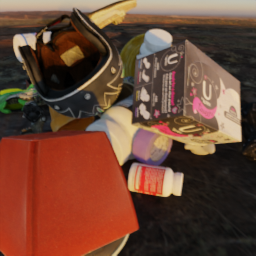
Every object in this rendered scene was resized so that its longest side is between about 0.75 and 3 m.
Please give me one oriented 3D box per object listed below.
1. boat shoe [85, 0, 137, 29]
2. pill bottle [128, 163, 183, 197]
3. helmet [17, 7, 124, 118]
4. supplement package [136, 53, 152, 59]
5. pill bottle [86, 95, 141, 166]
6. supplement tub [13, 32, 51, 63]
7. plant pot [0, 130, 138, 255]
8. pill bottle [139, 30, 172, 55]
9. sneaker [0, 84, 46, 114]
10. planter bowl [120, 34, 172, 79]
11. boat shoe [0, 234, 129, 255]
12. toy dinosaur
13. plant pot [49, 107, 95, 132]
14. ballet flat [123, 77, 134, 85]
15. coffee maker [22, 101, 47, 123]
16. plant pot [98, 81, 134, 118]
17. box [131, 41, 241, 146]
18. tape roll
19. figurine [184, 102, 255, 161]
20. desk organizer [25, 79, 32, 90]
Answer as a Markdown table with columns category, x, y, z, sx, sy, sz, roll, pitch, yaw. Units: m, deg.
| category | x | y | z | sx | sy | sz | roll | pitch | yaw |
| --- | --- | --- | --- | --- | --- | --- | --- | --- | --- |
| boat shoe | -0.460 | -3.427 | 8.497 | 1.734 | 0.576 | 0.642 | -28 | 32 | -15 |
| pill bottle | 0.662 | 1.264 | 6.731 | 1.229 | 0.690 | 0.690 | 7 | 26 | 15 |
| helmet | -1.355 | -1.527 | 7.560 | 2.669 | 2.545 | 2.669 | -33 | 6 | 4 |
| supplement package | 1.145 | -1.976 | 9.068 | 1.591 | 0.953 | 0.965 | -7 | 11 | 8 |
| pill bottle | 0.177 | -0.075 | 8.290 | 1.654 | 1.654 | 2.843 | 18 | 36 | 33 |
| supplement tub | -6.418 | -5.754 | 19.927 | 2.885 | 1.903 | 1.903 | -20 | 32 | -35 |
| plant pot | -1.157 | 0.916 | 4.631 | 1.900 | 1.675 | 1.899 | -6 | 4 | -42 |
| pill bottle | 0.966 | -2.518 | 10.403 | 1.162 | 1.997 | 1.162 | 3 | 52 | -4 |
| sneaker | -3.955 | -1.131 | 11.557 | 2.753 | 1.074 | 1.173 | -19 | 38 | -16 |
| planter bowl | 1.024 | -2.563 | 12.330 | 2.892 | 2.892 | 1.205 | 15 | 13 | 28 |
| boat shoe | -1.022 | 2.066 | 4.888 | 2.746 | 0.827 | 0.979 | -23 | 33 | -39 |
| toy dinosaur | -3.317 | 0.538 | 8.305 | 2.433 | 0.936 | 1.244 | -30 | 26 | -36 |
| plant pot | -1.987 | -0.561 | 9.159 | 1.392 | 1.392 | 1.275 | -18 | 72 | -33 |
| ballet flat | 0.354 | -1.213 | 10.723 | 0.607 | 1.687 | 0.607 | -23 | 20 | 9 |
| coffee maker | -2.636 | -0.422 | 8.017 | 0.755 | 0.530 | 0.786 | 21 | 2 | -19 |
| plant pot | -0.589 | -0.874 | 10.342 | 1.749 | 1.749 | 1.601 | -14 | 18 | -27 |
| box | 1.499 | -0.612 | 6.699 | 2.575 | 1.702 | 1.477 | 18 | -20 | -42 |
| tape roll | 0.650 | 0.455 | 7.354 | 0.464 | 1.091 | 1.091 | 25 | 35 | 39 |
| figurine | 3.056 | 0.129 | 8.701 | 2.596 | 1.117 | 2.533 | 5 | 31 | 15 |
| desk organizer | -4.510 | -2.308 | 14.338 | 0.485 | 0.521 | 1.353 | 20 | 32 | 36 |
